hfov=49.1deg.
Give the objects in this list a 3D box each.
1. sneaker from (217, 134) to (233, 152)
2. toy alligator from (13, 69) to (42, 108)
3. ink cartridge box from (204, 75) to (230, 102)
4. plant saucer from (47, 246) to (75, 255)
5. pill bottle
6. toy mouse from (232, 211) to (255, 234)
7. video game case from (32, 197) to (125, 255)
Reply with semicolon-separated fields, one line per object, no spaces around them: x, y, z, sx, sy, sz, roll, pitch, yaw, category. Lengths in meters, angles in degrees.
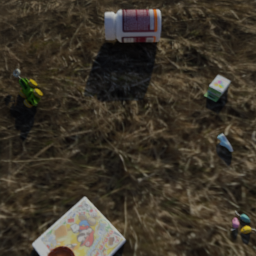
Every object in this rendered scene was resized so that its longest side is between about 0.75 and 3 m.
4.061;0.685;11.779;0.351;0.317;0.856;-33;63;14;sneaker
-4.671;-1.858;13.209;0.862;0.625;2.601;-41;61;12;toy alligator
4.260;-1.894;13.383;0.672;0.384;1.295;33;63;20;ink cartridge box
-2.183;4.370;9.051;1.032;0.167;1.032;0;55;0;plant saucer
0.230;-5.426;14.965;2.880;1.644;1.644;-1;56;-1;pill bottle
4.050;3.358;10.027;0.931;0.180;0.827;-9;57;-6;toy mouse
-1.680;3.937;9.588;2.166;0.272;2.380;40;65;23;video game case
